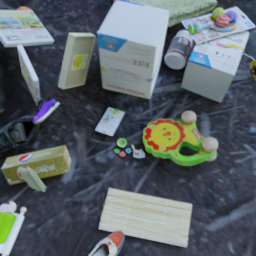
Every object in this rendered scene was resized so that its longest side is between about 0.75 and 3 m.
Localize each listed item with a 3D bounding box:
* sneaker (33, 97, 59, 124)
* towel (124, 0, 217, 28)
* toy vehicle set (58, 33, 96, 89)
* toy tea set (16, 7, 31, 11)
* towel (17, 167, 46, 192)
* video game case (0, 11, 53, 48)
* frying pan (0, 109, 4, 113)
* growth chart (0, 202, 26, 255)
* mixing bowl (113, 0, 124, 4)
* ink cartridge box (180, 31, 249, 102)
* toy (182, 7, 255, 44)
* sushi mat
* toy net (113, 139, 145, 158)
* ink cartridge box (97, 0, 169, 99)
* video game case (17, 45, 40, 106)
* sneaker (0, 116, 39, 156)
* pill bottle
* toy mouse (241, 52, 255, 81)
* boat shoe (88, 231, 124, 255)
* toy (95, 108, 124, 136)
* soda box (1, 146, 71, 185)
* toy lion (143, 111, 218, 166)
[{"bbox_3d":[-2.513,-0.543,8.192,0.497,0.348,1.000,45,55,-9],"label":"sneaker"},{"bbox_3d":[1.536,-4.654,10.347,2.966,0.541,2.201,-22,58,-11],"label":"towel"},{"bbox_3d":[-1.598,-2.084,8.752,0.224,1.691,1.050,29,28,20],"label":"toy vehicle set"},{"bbox_3d":[-4.537,-4.002,10.347,2.071,1.231,0.766,-13,76,-5],"label":"toy tea set"},{"bbox_3d":[-2.466,1.328,7.171,0.572,0.770,0.141,1,38,34],"label":"towel"},{"bbox_3d":[-3.522,-3.251,9.106,1.677,0.192,1.526,-22,69,-43],"label":"video game case"},{"bbox_3d":[-4.278,-0.492,8.691,0.816,0.133,0.494,-15,21,-34],"label":"frying pan"},{"bbox_3d":[-3.877,2.562,7.186,2.172,0.193,1.572,10,62,-7],"label":"growth chart"},{"bbox_3d":[0.216,-5.455,11.365,1.655,0.896,1.655,0,62,-1],"label":"mixing bowl"},{"bbox_3d":[2.852,-2.203,9.257,1.459,1.434,1.982,22,63,13],"label":"ink cartridge box"},{"bbox_3d":[2.870,-3.423,8.879,2.035,0.480,1.172,-19,58,-5],"label":"toy"},{"bbox_3d":[0.454,2.348,7.445,2.361,0.143,1.129,9,65,7],"label":"sushi mat"},{"bbox_3d":[0.054,0.699,8.395,0.932,0.180,0.489,24,64,12],"label":"toy net"},{"bbox_3d":[0.163,-2.381,8.827,1.708,2.320,1.678,15,59,7],"label":"ink cartridge box"},{"bbox_3d":[-3.054,-1.591,8.653,0.163,1.297,1.425,-21,68,-23],"label":"video game case"},{"bbox_3d":[-3.524,0.320,7.987,2.107,1.207,0.806,-30,99,-16],"label":"sneaker"},{"bbox_3d":[1.838,-2.800,9.982,0.762,0.762,1.315,19,63,10],"label":"pill bottle"},{"bbox_3d":[3.919,-1.684,7.470,0.366,1.680,1.890,-18,77,-7],"label":"toy mouse"},{"bbox_3d":[-0.555,2.928,6.710,0.483,0.425,1.358,36,46,24],"label":"boat shoe"},{"bbox_3d":[-0.556,-0.165,8.842,0.572,0.235,0.994,18,59,13],"label":"toy"},{"bbox_3d":[-2.501,1.024,7.755,1.729,0.586,0.553,-13,27,1],"label":"soda box"},{"bbox_3d":[1.392,0.377,8.180,1.778,0.637,1.855,-22,49,-8],"label":"toy lion"}]
